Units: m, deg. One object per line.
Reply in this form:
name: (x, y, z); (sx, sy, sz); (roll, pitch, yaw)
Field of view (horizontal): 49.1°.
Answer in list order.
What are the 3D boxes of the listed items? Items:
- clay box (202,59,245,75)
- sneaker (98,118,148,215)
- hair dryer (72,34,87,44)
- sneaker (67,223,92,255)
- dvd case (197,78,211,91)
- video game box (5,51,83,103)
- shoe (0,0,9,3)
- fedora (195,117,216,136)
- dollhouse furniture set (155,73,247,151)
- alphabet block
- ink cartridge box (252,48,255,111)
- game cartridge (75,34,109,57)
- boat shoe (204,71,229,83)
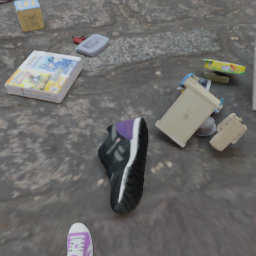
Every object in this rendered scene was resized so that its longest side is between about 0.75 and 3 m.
clay box: (3.187, -2.089, 9.535); (1.301, 0.310, 0.748); (8, 17, -4)
sneaker: (-0.239, 0.926, 7.078); (1.177, 1.018, 2.688); (-6, 44, 20)
hair dryer: (-1.976, -3.668, 11.526); (0.625, 0.223, 0.821); (-11, 50, -11)
sneaker: (-1.000, 2.484, 5.571); (0.529, 0.832, 1.459); (-7, 47, -5)
dvd case: (2.420, -1.521, 9.671); (0.790, 0.098, 0.594); (17, 50, 14)
video game box: (-2.838, -1.839, 9.707); (1.905, 0.489, 2.091); (9, 48, 12)
shoe: (-5.975, -6.840, 14.149); (1.789, 0.639, 0.814); (-30, 56, -18)
fedora: (2.215, -0.114, 8.073); (0.752, 0.340, 0.665); (-11, 64, -10)
dollhouse furniture set: (2.140, -0.371, 8.387); (2.112, 1.460, 2.237); (40, 24, 5)
alphabet block: (-4.266, -4.894, 12.126); (0.953, 0.971, 0.948); (-16, 49, -15)
ink cartridge box: (5.383, -1.561, 8.030); (2.800, 2.044, 2.054); (-22, 31, -18)
game cartridge: (-1.364, -3.293, 11.182); (0.863, 0.265, 1.297); (23, 52, 24)
boat shoe: (3.100, -1.838, 9.776); (0.882, 0.330, 0.292); (13, 57, 10)
